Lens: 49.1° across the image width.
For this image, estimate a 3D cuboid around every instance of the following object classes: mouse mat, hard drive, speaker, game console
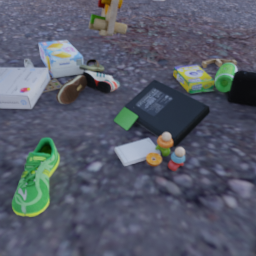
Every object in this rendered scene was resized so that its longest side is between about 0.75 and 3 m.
[{"bbox_3d":[-0.081,-0.305,9.199,0.779,0.029,0.627,37,87,38],"label":"mouse mat"},{"bbox_3d":[0.264,0.676,8.037,1.115,0.149,0.736,-14,38,-20],"label":"hard drive"},{"bbox_3d":[1.164,-0.561,9.068,1.655,0.390,2.371,-43,49,-14],"label":"hard drive"},{"bbox_3d":[3.921,-2.040,11.182,0.768,0.768,1.738,13,34,18],"label":"speaker"},{"bbox_3d":[5.162,-1.541,9.944,2.831,2.489,1.647,12,65,17],"label":"game console"}]

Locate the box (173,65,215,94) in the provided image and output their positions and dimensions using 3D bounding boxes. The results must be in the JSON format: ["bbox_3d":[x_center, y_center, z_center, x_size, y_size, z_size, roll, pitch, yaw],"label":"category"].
[{"bbox_3d":[2.711,-2.001,11.534,1.118,0.461,1.906,-8,38,-11],"label":"box"}]

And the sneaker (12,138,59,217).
[{"bbox_3d":[-2.248,1.097,6.745,0.851,0.960,2.298,0,36,-2],"label":"sneaker"}]

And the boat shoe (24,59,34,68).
[{"bbox_3d":[-4.538,-2.907,12.788,0.393,0.454,1.064,-15,38,-19],"label":"boat shoe"}]

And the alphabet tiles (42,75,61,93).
[{"bbox_3d":[-3.706,-1.739,11.499,1.666,0.063,1.393,-19,40,-24],"label":"alphabet tiles"}]

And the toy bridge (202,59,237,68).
[{"bbox_3d":[4.270,-3.072,13.221,1.638,0.223,0.550,-4,35,-6],"label":"toy bridge"}]

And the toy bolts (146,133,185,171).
[{"bbox_3d":[1.039,0.659,7.487,0.975,0.676,0.931,36,49,27],"label":"toy bolts"}]

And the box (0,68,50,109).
[{"bbox_3d":[-4.802,-1.596,10.753,2.965,0.610,2.312,0,37,5],"label":"box"}]

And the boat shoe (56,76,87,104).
[{"bbox_3d":[-2.260,-1.412,10.629,0.691,0.690,1.868,-1,27,24],"label":"boat shoe"}]

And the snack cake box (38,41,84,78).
[{"bbox_3d":[-3.101,-3.222,12.870,1.418,0.829,2.466,-15,38,-22],"label":"snack cake box"}]

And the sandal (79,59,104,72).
[{"bbox_3d":[-1.533,-2.732,12.190,0.721,0.518,1.816,7,13,12],"label":"sandal"}]

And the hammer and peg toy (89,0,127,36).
[{"bbox_3d":[-0.668,-4.077,9.117,0.995,2.076,2.823,6,17,-16],"label":"hammer and peg toy"}]

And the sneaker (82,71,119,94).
[{"bbox_3d":[-1.090,-1.896,11.346,1.682,0.592,0.786,28,35,31],"label":"sneaker"}]
